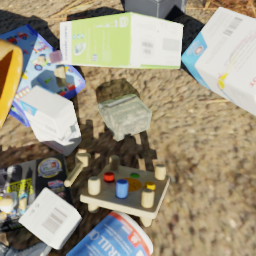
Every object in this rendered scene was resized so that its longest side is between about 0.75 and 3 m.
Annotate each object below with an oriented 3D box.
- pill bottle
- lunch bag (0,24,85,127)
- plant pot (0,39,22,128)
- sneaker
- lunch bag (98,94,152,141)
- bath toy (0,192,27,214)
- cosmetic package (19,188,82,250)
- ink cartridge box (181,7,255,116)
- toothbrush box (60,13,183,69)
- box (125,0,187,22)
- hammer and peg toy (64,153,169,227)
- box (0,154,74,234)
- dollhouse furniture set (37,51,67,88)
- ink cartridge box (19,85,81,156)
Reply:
[{"bbox_3d":[-0.543,2.416,4.791,1.052,1.052,1.875,35,58,26],"label":"pill bottle"},{"bbox_3d":[-2.825,-1.446,8.137,2.860,1.345,2.153,38,56,18],"label":"lunch bag"},{"bbox_3d":[-3.807,-0.904,5.610,2.377,2.596,2.596,21,49,-11],"label":"plant pot"},{"bbox_3d":[-1.957,2.228,5.152,0.829,0.436,1.148,47,57,-6],"label":"sneaker"},{"bbox_3d":[-0.124,-0.413,7.346,1.005,0.720,1.225,-20,51,-23],"label":"lunch bag"},{"bbox_3d":[-2.599,1.484,5.439,1.211,0.527,0.448,0,79,-6],"label":"bath toy"},{"bbox_3d":[-1.355,1.654,5.045,0.702,0.850,0.701,31,64,14],"label":"cosmetic package"},{"bbox_3d":[3.004,-1.654,7.324,1.704,1.696,2.322,-52,53,6],"label":"ink cartridge box"},{"bbox_3d":[-0.244,-2.237,7.576,2.757,1.187,2.008,15,17,41],"label":"toothbrush box"},{"bbox_3d":[1.109,-5.083,11.252,1.801,1.119,1.816,-37,58,-26],"label":"box"},{"bbox_3d":[-0.304,1.176,5.702,2.074,0.731,1.525,9,20,16],"label":"hammer and peg toy"},{"bbox_3d":[-2.151,1.396,6.114,1.743,0.386,1.396,-12,50,-11],"label":"box"},{"bbox_3d":[-2.017,-1.585,7.947,0.756,0.954,0.677,-10,3,15],"label":"dollhouse furniture set"},{"bbox_3d":[-1.800,-0.139,6.681,1.081,1.476,0.634,26,59,19],"label":"ink cartridge box"}]
